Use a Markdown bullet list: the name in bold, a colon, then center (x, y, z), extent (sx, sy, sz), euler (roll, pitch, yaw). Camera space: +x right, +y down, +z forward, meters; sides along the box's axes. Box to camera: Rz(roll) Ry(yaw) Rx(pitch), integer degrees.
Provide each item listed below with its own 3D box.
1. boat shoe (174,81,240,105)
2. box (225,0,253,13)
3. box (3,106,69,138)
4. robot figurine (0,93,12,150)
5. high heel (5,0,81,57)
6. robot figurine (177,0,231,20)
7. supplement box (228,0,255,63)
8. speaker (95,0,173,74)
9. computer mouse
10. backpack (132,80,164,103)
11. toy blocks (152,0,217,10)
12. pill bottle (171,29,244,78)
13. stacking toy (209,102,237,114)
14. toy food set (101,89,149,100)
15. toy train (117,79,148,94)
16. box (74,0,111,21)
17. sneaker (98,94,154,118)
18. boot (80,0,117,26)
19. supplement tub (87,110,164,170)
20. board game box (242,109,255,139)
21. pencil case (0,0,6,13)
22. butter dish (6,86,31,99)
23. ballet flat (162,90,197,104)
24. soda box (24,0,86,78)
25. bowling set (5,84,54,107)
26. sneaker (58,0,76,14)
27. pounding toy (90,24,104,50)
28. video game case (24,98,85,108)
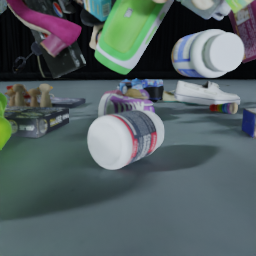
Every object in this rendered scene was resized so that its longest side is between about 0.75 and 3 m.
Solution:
- **boat shoe**: center (3.274, -1.455, 11.423), extent (2.730, 0.897, 0.982), euler (7, 17, 1)
- **box**: center (2.153, -2.961, 4.512), extent (1.847, 1.333, 0.336), euler (-27, 22, 50)
- **box**: center (-2.747, -0.217, 7.084), extent (2.018, 0.495, 1.626), euler (3, 11, 12)
- **robot figurine**: center (-2.779, -0.043, 3.474), extent (2.505, 1.652, 2.856), euler (31, 15, 4)
- **high heel**: center (-1.985, -2.631, 6.470), extent (0.942, 1.959, 0.660), euler (-41, 3, 3)
- **robot figurine**: center (1.903, -3.551, 7.282), extent (1.754, 0.990, 1.487), euler (31, -5, -5)
- **supplement box**: center (4.017, -2.898, 7.359), extent (1.292, 1.639, 2.504), euler (-20, 5, -10)
- **speaker**: center (0.190, -2.444, 6.187), extent (1.063, 2.404, 1.063), euler (27, 22, -12)
- **computer mouse**: center (-3.077, -2.359, 9.049), extent (1.660, 0.487, 0.283), euler (-41, 1, 2)
- **backpack**: center (0.820, -1.727, 12.939), extent (1.462, 0.984, 1.335), euler (4, 13, 22)
- **toy blocks**: center (1.075, -2.879, 4.267), extent (2.510, 2.092, 0.911), euler (28, 1, 36)
- **pill bottle**: center (2.092, -1.971, 7.542), extent (1.214, 1.214, 2.166), euler (-3, 12, -12)
- **stacking toy**: center (3.251, -0.709, 9.700), extent (0.405, 0.405, 0.949), euler (-11, 12, -40)
- **toy food set**: center (-0.156, -1.152, 10.458), extent (1.711, 0.424, 2.692), euler (-5, 2, -8)
- **toy train**: center (0.549, -2.056, 14.663), extent (2.170, 0.941, 1.240), euler (-4, 19, -16)
- **box**: center (-1.030, -3.586, 7.778), extent (0.354, 0.593, 1.442), euler (-32, 58, -24)
- **sneaker**: center (0.053, -0.549, 7.952), extent (1.286, 0.818, 2.256), euler (7, 14, 18)
- **boot**: center (-0.592, -4.270, 8.536), extent (2.057, 0.819, 2.495), euler (-20, -8, -6)
- **supplement tub**: center (-0.002, 0.144, 4.598), extent (0.828, 0.828, 1.181), euler (9, 15, 35)
- **board game box**: center (3.339, -0.110, 6.433), extent (1.136, 0.550, 0.906), euler (1, 12, 6)
- **pencil case**: center (-3.050, -3.601, 6.827), extent (1.640, 0.744, 0.682), euler (-39, 14, 28)
- **butter dish**: center (-4.990, -1.443, 12.610), extent (0.857, 0.634, 0.855), euler (50, 35, 13)
- **ballet flat**: center (2.283, -1.376, 12.272), extent (1.723, 0.598, 0.598), euler (8, 15, 32)
- **soda box**: center (-2.186, -2.785, 8.078), extent (0.884, 2.497, 0.791), euler (-17, 16, 20)
- **bowling set**: center (-3.395, -0.904, 8.905), extent (1.971, 1.058, 1.372), euler (-4, 13, -18)
- **sneaker**: center (-2.370, -4.594, 9.941), extent (1.184, 0.684, 0.444), euler (31, 54, 7)
- **pounding toy**: center (-0.830, -3.394, 10.183), extent (0.795, 1.390, 0.797), euler (17, 15, 1)
- **video game case**: center (-3.214, -1.054, 11.597), extent (2.487, 0.236, 1.776), euler (1, 12, 8)
